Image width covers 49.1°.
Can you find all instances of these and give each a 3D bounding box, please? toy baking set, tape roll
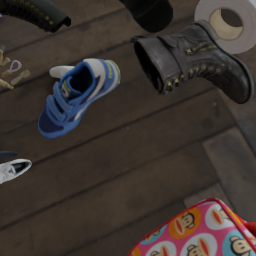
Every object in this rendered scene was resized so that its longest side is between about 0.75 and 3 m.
[{"bbox_3d":[-2.050,-0.942,4.671,0.781,0.599,0.091,30,32,-3],"label":"toy baking set"},{"bbox_3d":[2.199,-2.343,6.006,1.497,1.497,0.523,35,66,10],"label":"tape roll"}]

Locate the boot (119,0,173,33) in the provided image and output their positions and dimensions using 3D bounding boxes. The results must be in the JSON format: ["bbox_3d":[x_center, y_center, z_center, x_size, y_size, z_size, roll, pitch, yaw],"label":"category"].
[{"bbox_3d":[-0.225,-3.437,5.640,0.994,2.872,2.500,-30,58,11],"label":"boot"}]

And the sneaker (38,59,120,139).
[{"bbox_3d":[-1.118,-0.565,5.308,2.078,0.855,0.768,-43,77,19],"label":"sneaker"}]

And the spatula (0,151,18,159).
[{"bbox_3d":[-2.599,0.420,5.006,0.538,1.903,0.196,-18,74,10],"label":"spatula"}]

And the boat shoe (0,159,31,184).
[{"bbox_3d":[-2.478,0.880,5.747,0.350,1.071,0.394,-13,102,33],"label":"boat shoe"}]

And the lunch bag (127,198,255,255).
[{"bbox_3d":[1.223,2.333,3.931,2.590,2.940,1.204,-39,106,9],"label":"lunch bag"}]

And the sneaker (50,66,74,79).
[{"bbox_3d":[-1.683,-1.393,7.907,1.073,0.395,0.620,-2,70,-2],"label":"sneaker"}]

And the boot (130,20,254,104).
[{"bbox_3d":[0.982,-0.853,4.351,1.531,0.609,1.758,-31,81,-31],"label":"boot"}]

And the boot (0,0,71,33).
[{"bbox_3d":[-2.254,-2.461,5.790,1.596,0.893,2.307,43,44,-12],"label":"boot"}]
